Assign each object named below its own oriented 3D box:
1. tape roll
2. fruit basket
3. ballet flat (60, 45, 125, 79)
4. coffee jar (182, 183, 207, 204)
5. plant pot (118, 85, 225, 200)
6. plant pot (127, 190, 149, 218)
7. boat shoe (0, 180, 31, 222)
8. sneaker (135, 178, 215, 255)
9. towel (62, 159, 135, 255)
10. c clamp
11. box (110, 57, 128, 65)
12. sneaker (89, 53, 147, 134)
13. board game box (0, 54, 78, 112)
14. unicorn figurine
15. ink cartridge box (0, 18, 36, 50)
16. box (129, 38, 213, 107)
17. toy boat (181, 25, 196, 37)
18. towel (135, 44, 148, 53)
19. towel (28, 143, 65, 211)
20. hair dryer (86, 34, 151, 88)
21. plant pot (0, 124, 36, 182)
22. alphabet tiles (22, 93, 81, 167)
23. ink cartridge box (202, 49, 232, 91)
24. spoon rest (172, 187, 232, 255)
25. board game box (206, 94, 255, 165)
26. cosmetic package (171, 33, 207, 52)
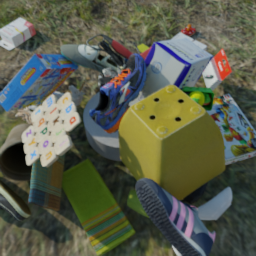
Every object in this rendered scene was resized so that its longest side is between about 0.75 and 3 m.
[{"bbox_3d":[-0.162,-0.216,9.979,2.780,0.918,2.780,0,54,-1],"label":"tape roll"},{"bbox_3d":[1.973,-0.796,8.100,1.040,0.750,1.040,-2,39,2],"label":"fruit basket"},{"bbox_3d":[-0.989,-2.398,9.831,2.716,0.865,0.915,27,42,-17],"label":"ballet flat"},{"bbox_3d":[1.334,1.430,8.657,2.210,1.152,0.943,29,73,20],"label":"coffee jar"},{"bbox_3d":[1.043,0.286,7.313,2.253,2.305,2.238,-30,50,-14],"label":"plant pot"},{"bbox_3d":[0.511,2.183,8.278,1.004,0.939,0.939,9,55,13],"label":"plant pot"},{"bbox_3d":[-4.078,2.043,8.448,2.738,0.978,0.900,32,70,23],"label":"boat shoe"},{"bbox_3d":[1.096,1.952,6.454,0.927,0.793,2.260,-36,87,-38],"label":"sneaker"},{"bbox_3d":[-1.064,2.305,8.618,1.251,0.263,2.908,-27,58,-19],"label":"towel"},{"bbox_3d":[-0.164,-2.292,11.745,2.597,0.352,2.218,-30,73,-21],"label":"c clamp"},{"bbox_3d":[0.064,-2.254,10.905,1.655,1.130,0.312,12,76,-4],"label":"box"},{"bbox_3d":[-0.260,-1.008,7.626,0.879,0.915,2.333,22,85,57],"label":"sneaker"},{"bbox_3d":[-3.006,-1.564,9.514,0.595,2.130,2.086,51,23,1],"label":"board game box"},{"bbox_3d":[-2.831,-0.975,10.631,1.771,0.952,2.579,34,80,25],"label":"unicorn figurine"},{"bbox_3d":[-5.347,-4.439,13.228,0.958,0.555,1.645,31,60,20],"label":"ink cartridge box"},{"bbox_3d":[1.316,-1.578,8.928,1.220,2.139,2.326,41,36,16],"label":"box"},{"bbox_3d":[2.907,-4.732,13.465,0.773,0.506,0.505,-37,62,-23],"label":"toy boat"},{"bbox_3d":[0.910,-3.454,12.821,0.523,0.110,1.216,-34,60,-27],"label":"towel"},{"bbox_3d":[-2.344,1.059,8.289,0.275,1.858,2.533,-4,66,9],"label":"towel"},{"bbox_3d":[0.044,-2.438,9.366,2.614,0.710,1.991,-10,82,-13],"label":"hair dryer"},{"bbox_3d":[-3.332,0.665,9.137,1.657,1.657,1.438,-15,38,-11],"label":"plant pot"},{"bbox_3d":[-2.020,0.032,7.229,1.905,0.142,1.948,-40,50,15],"label":"alphabet tiles"},{"bbox_3d":[3.332,-2.258,10.747,0.278,1.110,1.279,10,54,-22],"label":"ink cartridge box"},{"bbox_3d":[1.998,2.438,7.702,2.346,1.165,0.711,-39,63,-18],"label":"spoon rest"},{"bbox_3d":[3.515,-0.009,10.137,1.637,0.449,2.593,-15,56,-10],"label":"board game box"},{"bbox_3d":[2.692,-3.642,12.670,1.500,0.555,0.763,36,62,21],"label":"cosmetic package"}]
